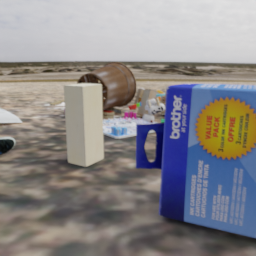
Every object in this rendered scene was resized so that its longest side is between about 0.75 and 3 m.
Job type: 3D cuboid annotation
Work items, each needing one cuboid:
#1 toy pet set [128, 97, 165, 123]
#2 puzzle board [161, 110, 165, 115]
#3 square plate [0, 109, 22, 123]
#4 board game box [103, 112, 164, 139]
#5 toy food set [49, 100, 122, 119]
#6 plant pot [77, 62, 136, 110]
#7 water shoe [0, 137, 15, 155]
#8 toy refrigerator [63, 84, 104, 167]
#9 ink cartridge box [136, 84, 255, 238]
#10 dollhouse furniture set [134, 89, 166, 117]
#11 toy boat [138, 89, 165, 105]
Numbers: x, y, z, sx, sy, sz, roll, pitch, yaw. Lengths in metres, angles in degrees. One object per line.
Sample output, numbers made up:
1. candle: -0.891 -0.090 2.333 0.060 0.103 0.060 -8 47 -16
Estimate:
1. toy pet set: 1.319 -0.535 10.277 2.212 1.258 2.369 -15 5 10
2. puzzle board: 2.742 -0.789 13.129 1.868 0.216 2.479 5 14 19
3. square plate: -6.120 -0.651 10.837 2.906 0.417 2.933 16 10 40
4. board game box: -0.099 -0.181 10.239 2.480 0.321 2.480 -10 16 -36
5. toy food set: -1.846 -0.709 12.425 2.938 0.463 1.868 11 15 11
6. plant pot: -1.015 -1.681 12.116 2.105 2.105 2.084 6 20 26
7. water shoe: -3.268 0.594 6.717 1.184 0.423 0.467 -22 32 -29
8. toy refrigerator: -1.035 -0.095 6.510 0.633 1.810 0.687 7 16 31
9. ink cartridge box: 1.562 0.388 4.002 2.898 1.977 1.106 6 11 25
10. dollhouse furniture set: 1.685 -0.794 12.444 2.428 1.186 2.071 17 3 -23
11. toy boat: 1.262 -1.742 15.543 1.787 0.988 2.126 11 16 37
